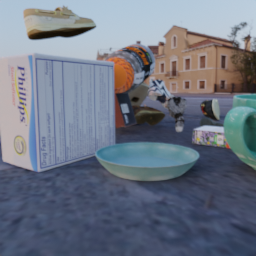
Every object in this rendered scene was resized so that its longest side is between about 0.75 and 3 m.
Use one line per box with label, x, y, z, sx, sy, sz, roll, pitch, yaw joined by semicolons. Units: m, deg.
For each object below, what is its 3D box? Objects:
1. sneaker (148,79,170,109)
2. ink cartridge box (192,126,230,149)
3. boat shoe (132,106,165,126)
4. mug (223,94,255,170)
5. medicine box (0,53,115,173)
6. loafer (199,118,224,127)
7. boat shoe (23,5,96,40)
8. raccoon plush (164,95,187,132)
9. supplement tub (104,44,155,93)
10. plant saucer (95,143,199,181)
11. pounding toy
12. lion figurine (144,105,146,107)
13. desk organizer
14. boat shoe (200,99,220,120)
sneaker;1.289;-1.328;10.331;1.481;0.964;0.591;18;-37;-31
ink cartridge box;2.693;0.264;7.491;1.712;0.431;0.933;7;10;33
boat shoe;0.765;-0.548;10.705;1.925;0.693;0.650;3;44;-54
mug;2.667;0.114;5.127;2.206;1.364;1.813;-1;11;3
medicine box;-1.433;-0.413;6.142;1.209;2.140;2.350;6;10;35
loafer;3.026;-0.027;9.805;0.400;0.457;1.272;16;7;-27
boat shoe;-2.267;-3.712;9.703;1.082;0.970;2.923;-12;10;38
raccoon plush;1.443;-0.470;9.073;0.621;1.284;0.860;11;-10;-5
supplement tub;-0.004;-1.728;8.156;1.195;1.195;1.950;3;25;20
plant saucer;0.344;0.621;5.278;1.928;0.346;1.928;1;9;0
pounding toy;-0.572;-1.606;10.856;1.976;1.526;2.147;41;15;19
lion figurine;0.820;-1.278;18.294;1.010;0.366;0.619;17;52;43
desk organizer;-0.545;-1.062;9.397;0.858;2.228;0.799;-15;1;32
boat shoe;4.021;-0.888;13.772;0.862;1.007;2.752;-10;6;19
